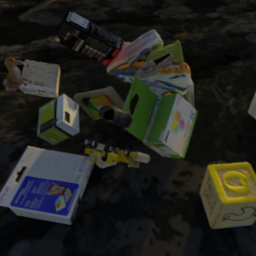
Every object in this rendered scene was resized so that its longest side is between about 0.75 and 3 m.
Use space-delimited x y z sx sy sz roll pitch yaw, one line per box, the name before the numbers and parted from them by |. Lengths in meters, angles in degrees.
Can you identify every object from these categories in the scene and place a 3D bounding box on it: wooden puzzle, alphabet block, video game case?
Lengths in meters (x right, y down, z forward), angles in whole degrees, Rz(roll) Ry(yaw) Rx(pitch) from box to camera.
wooden puzzle | -0.943 -0.794 10.129 1.620 1.499 0.302 -10 51 30
alphabet block | 2.892 1.913 7.938 1.300 1.331 1.307 -5 44 -5
video game case | 2.338 -1.696 11.426 0.197 1.636 1.795 -13 48 3

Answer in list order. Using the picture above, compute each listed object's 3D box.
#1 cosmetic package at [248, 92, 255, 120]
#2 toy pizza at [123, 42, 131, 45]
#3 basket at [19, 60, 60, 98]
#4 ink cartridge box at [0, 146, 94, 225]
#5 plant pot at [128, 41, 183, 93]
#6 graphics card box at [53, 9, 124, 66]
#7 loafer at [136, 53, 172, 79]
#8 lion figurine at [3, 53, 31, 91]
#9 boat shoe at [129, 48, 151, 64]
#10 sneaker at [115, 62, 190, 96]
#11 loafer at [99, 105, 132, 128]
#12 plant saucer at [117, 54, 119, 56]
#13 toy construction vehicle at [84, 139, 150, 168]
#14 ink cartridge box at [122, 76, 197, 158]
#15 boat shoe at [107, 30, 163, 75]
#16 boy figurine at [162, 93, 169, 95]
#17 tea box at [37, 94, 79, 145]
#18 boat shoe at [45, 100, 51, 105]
cosmetic package | 6.086 -0.809 10.519 1.734 1.732 2.102 -16 46 -17
toy pizza | -0.013 -4.268 15.082 1.470 0.233 1.470 8 42 -7
basket | -3.538 -1.950 11.387 1.439 1.452 1.168 7 87 -12
ink cartridge box | -2.516 1.715 8.770 2.332 0.548 2.305 7 45 10
plant pot | 1.097 -2.336 11.579 2.116 2.228 2.228 -6 43 2
graphics card box | -1.625 -3.573 11.391 2.523 1.583 0.642 21 69 -22
loafer | 0.807 -1.965 8.650 1.335 0.420 0.480 -27 57 -22
lion figurine | -3.908 -1.927 9.587 0.961 1.569 0.569 16 39 10
boat shoe | 0.516 -2.599 10.597 1.009 0.364 0.365 -41 50 8
sneaker | 0.806 -1.603 9.781 2.645 1.166 0.996 6 41 20
loafer | -0.502 -0.407 8.087 0.563 0.567 1.558 17 0 -34
plant saucer | -0.873 -4.170 15.168 0.942 0.239 0.942 0 43 0
toy construction vehicle | -0.426 0.919 8.612 1.709 0.691 1.963 18 -6 -35
ink cartridge box | 1.027 -0.322 9.078 0.939 2.479 1.832 0 63 46
boat shoe | 0.198 -3.308 12.364 2.776 0.968 0.988 -27 70 20
boy figurine | 1.629 -1.230 11.894 1.420 0.457 0.883 27 45 31
tea box | -2.202 -0.250 8.855 1.106 0.751 1.125 -24 51 22
boat shoe | -3.216 -0.839 11.570 0.406 0.343 1.140 -14 45 -15
